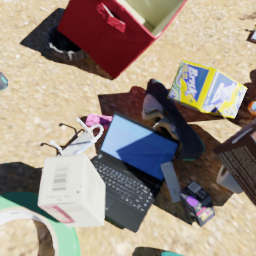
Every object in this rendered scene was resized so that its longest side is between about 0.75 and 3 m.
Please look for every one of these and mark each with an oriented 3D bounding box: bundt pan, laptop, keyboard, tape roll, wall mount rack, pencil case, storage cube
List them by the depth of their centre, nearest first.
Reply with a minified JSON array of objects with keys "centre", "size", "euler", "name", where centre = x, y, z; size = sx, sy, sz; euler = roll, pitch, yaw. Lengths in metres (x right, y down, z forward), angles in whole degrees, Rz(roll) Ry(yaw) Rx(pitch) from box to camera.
[{"centre":[-2.591,2.958,6.213],"size":[2.995,0.720,2.995],"euler":[0,58,1],"name":"tape roll"},{"centre":[-0.097,1.013,7.130],"size":[2.031,1.183,2.291],"euler":[25,48,16],"name":"laptop"},{"centre":[2.744,1.204,7.200],"size":[0.569,0.828,0.828],"euler":[29,62,4],"name":"tape roll"},{"centre":[1.136,1.401,7.232],"size":[0.290,0.055,1.030],"euler":[-19,88,-5],"name":"keyboard"},{"centre":[-1.403,0.479,7.360],"size":[1.717,0.640,1.491],"euler":[-41,39,-2],"name":"wall mount rack"},{"centre":[-0.796,-0.200,8.403],"size":[0.916,0.415,0.429],"euler":[8,92,3],"name":"pencil case"},{"centre":[-0.150,-3.650,8.708],"size":[2.556,2.688,2.990],"euler":[39,60,-12],"name":"storage cube"},{"centre":[-1.943,-3.059,10.051],"size":[1.778,0.667,1.778],"euler":[0,59,0],"name":"bundt pan"}]

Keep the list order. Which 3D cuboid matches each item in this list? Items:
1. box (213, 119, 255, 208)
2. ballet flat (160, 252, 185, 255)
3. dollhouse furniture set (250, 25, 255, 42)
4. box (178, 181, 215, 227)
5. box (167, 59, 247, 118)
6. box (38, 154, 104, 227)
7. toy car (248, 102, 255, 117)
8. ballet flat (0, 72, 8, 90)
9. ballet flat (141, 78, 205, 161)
[{"centre":[3.232,0.551,5.714],"size":[1.782,2.148,1.764],"euler":[-34,80,-8],"name":"box"},{"centre":[1.899,3.415,5.860],"size":[2.730,1.014,1.014],"euler":[11,58,10],"name":"ballet flat"},{"centre":[5.040,-3.384,10.202],"size":[1.159,0.756,1.094],"euler":[30,62,18],"name":"dollhouse furniture set"},{"centre":[1.648,1.823,6.690],"size":[0.502,0.946,0.578],"euler":[-36,42,-13],"name":"box"},{"centre":[2.206,-0.936,7.397],"size":[0.933,2.902,1.017],"euler":[26,104,33],"name":"box"},{"centre":[-1.024,1.275,5.468],"size":[0.808,1.482,0.948],"euler":[-6,56,7],"name":"box"},{"centre":[4.010,-0.946,8.171],"size":[0.467,1.403,0.688],"euler":[30,23,7],"name":"toy car"},{"centre":[-4.896,-1.770,9.238],"size":[1.940,0.709,0.709],"euler":[14,59,9],"name":"ballet flat"},{"centre":[1.021,-0.277,8.044],"size":[1.079,1.079,2.955],"euler":[-23,62,-14],"name":"ballet flat"}]
